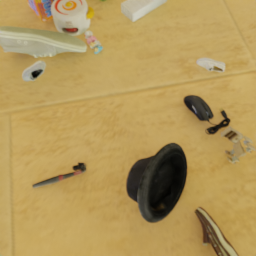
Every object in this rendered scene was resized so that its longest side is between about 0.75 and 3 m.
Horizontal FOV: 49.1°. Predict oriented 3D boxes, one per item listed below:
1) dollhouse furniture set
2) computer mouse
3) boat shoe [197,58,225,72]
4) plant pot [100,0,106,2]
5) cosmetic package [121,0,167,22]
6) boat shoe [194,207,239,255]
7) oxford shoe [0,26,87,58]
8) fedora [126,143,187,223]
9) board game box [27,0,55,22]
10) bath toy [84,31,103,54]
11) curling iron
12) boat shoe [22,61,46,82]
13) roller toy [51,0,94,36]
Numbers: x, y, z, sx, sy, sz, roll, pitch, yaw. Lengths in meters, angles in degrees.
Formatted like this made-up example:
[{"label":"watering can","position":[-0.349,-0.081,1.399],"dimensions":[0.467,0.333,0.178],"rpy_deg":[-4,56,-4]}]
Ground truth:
[{"label":"dollhouse furniture set","position":[2.875,0.430,7.537],"dimensions":[0.525,0.693,0.791],"rpy_deg":[27,39,-20]},{"label":"computer mouse","position":[2.342,-0.542,8.117],"dimensions":[1.016,0.333,1.447],"rpy_deg":[-19,63,-24]},{"label":"boat shoe","position":[2.642,-1.973,8.960],"dimensions":[0.911,0.323,0.318],"rpy_deg":[14,62,-1]},{"label":"plant pot","position":[-0.984,-5.127,10.238],"dimensions":[0.861,0.861,0.818],"rpy_deg":[-22,80,-10]},{"label":"cosmetic package","position":[0.588,-4.505,10.079],"dimensions":[1.655,0.419,0.683],"rpy_deg":[-36,70,-16]},{"label":"boat shoe","position":[1.976,2.604,6.647],"dimensions":[0.538,0.537,1.454],"rpy_deg":[-33,62,-5]},{"label":"oxford shoe","position":[-2.760,-2.679,9.059],"dimensions":[2.787,0.805,1.048],"rpy_deg":[3,31,-12]},{"label":"fedora","position":[0.619,1.240,6.873],"dimensions":[0.931,2.039,2.039],"rpy_deg":[10,61,38]},{"label":"board game box","position":[-2.914,-4.638,9.772],"dimensions":[1.082,1.082,1.083],"rpy_deg":[-33,69,-15]},{"label":"bath toy","position":[-1.220,-2.885,9.394],"dimensions":[0.378,0.321,0.869],"rpy_deg":[-8,58,-50]},{"label":"curling iron","position":[-1.803,1.301,7.447],"dimensions":[1.524,0.195,0.378],"rpy_deg":[-23,25,-3]},{"label":"boat shoe","position":[-2.897,-1.646,8.517],"dimensions":[1.030,0.359,0.367],"rpy_deg":[-27,51,32]},{"label":"roller toy","position":[-1.926,-3.823,9.459],"dimensions":[1.331,0.930,1.214],"rpy_deg":[40,70,18]}]
